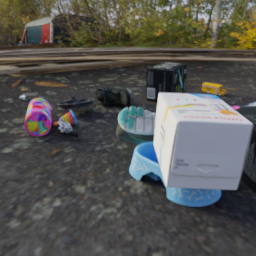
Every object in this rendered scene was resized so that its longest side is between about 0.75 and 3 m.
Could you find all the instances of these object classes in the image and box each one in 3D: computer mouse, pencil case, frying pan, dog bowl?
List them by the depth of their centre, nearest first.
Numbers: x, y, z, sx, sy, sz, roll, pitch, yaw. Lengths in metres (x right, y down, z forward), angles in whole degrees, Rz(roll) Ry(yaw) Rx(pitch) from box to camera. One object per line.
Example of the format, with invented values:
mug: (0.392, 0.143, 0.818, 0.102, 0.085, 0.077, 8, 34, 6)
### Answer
dog bowl: (1.198, 1.098, 7.566, 1.531, 0.681, 2.747, -17, 26, -37)
computer mouse: (-2.390, 0.064, 10.704, 0.742, 0.297, 1.354, 6, 15, -23)
pencil case: (-3.609, -0.509, 11.380, 1.073, 1.073, 2.429, -5, 23, -13)
frying pan: (-2.784, -1.202, 13.557, 1.713, 0.461, 2.832, -16, 15, -36)

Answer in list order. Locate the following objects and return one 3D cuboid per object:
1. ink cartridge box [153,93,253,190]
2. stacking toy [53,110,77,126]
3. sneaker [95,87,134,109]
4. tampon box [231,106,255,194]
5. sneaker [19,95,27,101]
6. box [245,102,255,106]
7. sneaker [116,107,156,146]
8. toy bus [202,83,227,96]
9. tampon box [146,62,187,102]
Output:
ink cartridge box: (1.582, 0.211, 6.643, 1.604, 1.576, 2.179, 2, 22, -5)
stacking toy: (-2.670, -0.304, 11.680, 0.937, 0.544, 0.514, -23, 45, -13)
sneaker: (-0.710, -1.504, 14.038, 1.549, 1.034, 2.704, -11, 20, -22)
tampon box: (3.959, 0.452, 7.931, 1.924, 1.621, 2.567, -2, 21, -5)
sneaker: (-5.805, -1.632, 15.437, 0.331, 0.286, 0.764, -18, 18, -26)
box: (5.387, -0.610, 12.264, 2.059, 0.357, 1.133, -21, 29, -32)
sneaker: (0.936, 0.179, 9.232, 2.905, 1.325, 1.127, 14, 54, -13)
toy bus: (5.156, -2.303, 16.720, 0.469, 0.564, 1.441, -18, 27, -40)
tampon box: (2.187, -2.598, 15.702, 1.535, 1.822, 2.431, 11, 23, 26)
